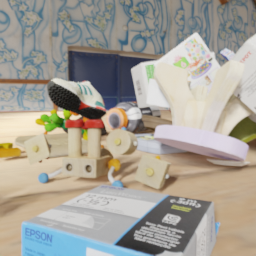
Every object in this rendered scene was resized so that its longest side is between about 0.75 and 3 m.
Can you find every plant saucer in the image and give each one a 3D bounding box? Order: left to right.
[{"bbox_3d":[1.468,0.091,8.551,2.297,0.338,2.297,17,-3,1],"label":"plant saucer"},{"bbox_3d":[3.734,-0.427,8.713,2.232,0.534,2.229,-34,32,26],"label":"plant saucer"}]

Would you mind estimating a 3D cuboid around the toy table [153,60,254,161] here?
[{"bbox_3d":[1.769,-0.314,6.475,2.749,1.751,2.991,17,-5,-14],"label":"toy table"}]

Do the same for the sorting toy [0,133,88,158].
[{"bbox_3d":[-2.474,0.571,8.100,2.752,0.368,2.050,-4,11,-39],"label":"sorting toy"}]

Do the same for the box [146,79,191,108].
[{"bbox_3d":[1.144,-0.979,7.664,0.863,0.677,1.388,11,14,20],"label":"box"}]

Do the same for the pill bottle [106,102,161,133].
[{"bbox_3d":[0.220,-0.457,12.296,1.390,1.390,2.618,4,9,37],"label":"pill bottle"}]

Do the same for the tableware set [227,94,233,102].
[{"bbox_3d":[2.573,-0.600,8.333,2.324,0.466,1.536,-39,-24,29],"label":"tableware set"}]

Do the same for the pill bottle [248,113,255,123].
[{"bbox_3d":[3.799,-0.872,7.094,1.158,1.158,2.081,0,-22,-2],"label":"pill bottle"}]

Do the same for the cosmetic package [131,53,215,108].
[{"bbox_3d":[1.667,-1.666,9.882,2.787,1.500,1.182,-14,5,-16],"label":"cosmetic package"}]

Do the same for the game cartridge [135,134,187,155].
[{"bbox_3d":[0.824,0.471,8.808,1.372,0.421,2.062,-7,8,-27],"label":"game cartridge"}]

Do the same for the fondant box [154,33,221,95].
[{"bbox_3d":[2.037,-1.550,8.689,1.561,2.164,0.630,-36,8,11],"label":"fondant box"}]

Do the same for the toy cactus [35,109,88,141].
[{"bbox_3d":[-2.140,0.032,10.689,2.654,1.357,2.190,0,-14,30],"label":"toy cactus"}]

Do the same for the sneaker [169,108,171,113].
[{"bbox_3d":[2.571,-1.119,11.652,1.144,2.035,0.725,47,-8,-30],"label":"sneaker"}]

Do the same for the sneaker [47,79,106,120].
[{"bbox_3d":[-1.529,-1.022,8.341,0.758,1.007,2.154,-31,-36,27],"label":"sneaker"}]

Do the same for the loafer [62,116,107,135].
[{"bbox_3d":[-1.958,-0.157,12.622,2.470,0.881,0.902,3,6,32],"label":"loafer"}]

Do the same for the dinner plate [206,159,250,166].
[{"bbox_3d":[2.230,0.778,6.280,0.926,0.112,0.926,5,-5,0],"label":"dinner plate"}]

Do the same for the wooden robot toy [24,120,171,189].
[{"bbox_3d":[-0.502,0.486,5.265,2.712,1.195,1.231,2,-5,19],"label":"wooden robot toy"}]

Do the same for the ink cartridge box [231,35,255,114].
[{"bbox_3d":[2.901,-1.002,5.861,0.691,1.650,1.191,-40,-11,-32],"label":"ink cartridge box"}]

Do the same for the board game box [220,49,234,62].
[{"bbox_3d":[3.561,-2.007,9.200,0.251,1.216,1.219,-38,10,20],"label":"board game box"}]

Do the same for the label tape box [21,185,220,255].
[{"bbox_3d":[0.112,0.939,2.671,1.263,0.583,1.762,3,7,27],"label":"label tape box"}]
